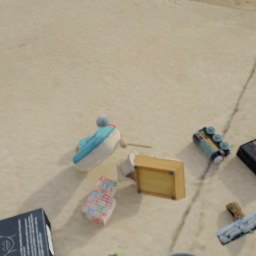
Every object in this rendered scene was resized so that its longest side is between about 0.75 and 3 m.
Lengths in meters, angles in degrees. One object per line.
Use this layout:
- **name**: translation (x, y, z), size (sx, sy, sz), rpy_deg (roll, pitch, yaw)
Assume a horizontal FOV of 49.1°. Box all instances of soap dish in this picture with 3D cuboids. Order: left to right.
- **soap dish**: translation (0.669, 1.117, 6.240), size (1.160, 0.913, 0.471), rpy_deg (5, 23, 29)

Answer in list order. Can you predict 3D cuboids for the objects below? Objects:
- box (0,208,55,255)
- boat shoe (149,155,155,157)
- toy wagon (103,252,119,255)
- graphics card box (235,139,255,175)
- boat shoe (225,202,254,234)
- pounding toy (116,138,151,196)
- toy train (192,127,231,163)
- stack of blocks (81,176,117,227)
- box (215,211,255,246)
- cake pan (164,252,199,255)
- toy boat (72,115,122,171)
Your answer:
- **box**: translation (-3.592, 3.865, 8.591), size (2.442, 1.307, 1.812), rpy_deg (-13, 48, -12)
- **boat shoe**: translation (0.515, 1.363, 11.590), size (1.280, 0.456, 0.413), rpy_deg (-21, 50, -17)
- **toy wagon**: translation (-0.496, 4.442, 8.822), size (0.770, 0.196, 0.992), rpy_deg (-24, 52, -21)
- **graphics card box**: translation (6.122, 1.046, 11.739), size (2.646, 0.673, 1.660), rpy_deg (-20, 50, -19)
- **boat shoe**: translation (3.899, 3.214, 9.869), size (0.431, 0.456, 1.268), rpy_deg (-15, 39, -8)
- **pounding toy**: translation (0.441, 1.381, 10.222), size (1.285, 2.240, 1.281), rpy_deg (-36, 18, 17)
- **toy train**: translation (3.584, 0.712, 12.079), size (1.021, 0.763, 1.792), rpy_deg (-27, 53, -8)
- **stack of blocks**: translation (-0.929, 2.664, 10.324), size (0.928, 0.472, 1.611), rpy_deg (17, 48, 15)
- **box**: translation (3.047, 2.638, 7.410), size (1.331, 1.943, 0.388), rpy_deg (-32, 62, 9)
- **cake pan**: translation (1.683, 4.989, 8.094), size (2.614, 0.479, 2.614), rpy_deg (0, 46, 0)
- **toy boat**: translation (-1.243, 0.495, 11.443), size (1.359, 2.459, 2.925), rpy_deg (48, 30, -6)
